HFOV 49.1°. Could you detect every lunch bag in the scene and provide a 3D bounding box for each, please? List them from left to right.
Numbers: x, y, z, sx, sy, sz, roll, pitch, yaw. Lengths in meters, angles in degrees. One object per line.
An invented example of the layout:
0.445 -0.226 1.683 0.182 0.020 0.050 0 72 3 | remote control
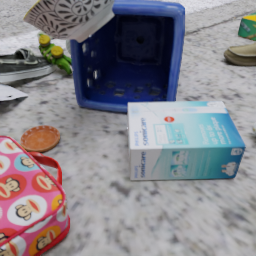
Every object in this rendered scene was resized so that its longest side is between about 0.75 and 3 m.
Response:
-2.320 1.208 5.045 2.328 1.083 2.643 -29 47 -32 | lunch bag

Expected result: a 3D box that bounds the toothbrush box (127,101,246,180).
1.148 0.239 6.360 2.311 0.986 1.692 -1 38 0 | toothbrush box

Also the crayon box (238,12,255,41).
6.505 -4.212 12.086 1.684 0.826 2.835 -29 47 -32 | crayon box

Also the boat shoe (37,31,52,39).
-3.400 -4.178 12.489 1.292 0.464 0.437 -20 4 -13 | boat shoe

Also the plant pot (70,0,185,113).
0.150 -2.256 8.124 2.876 2.876 2.586 8 33 11 | plant pot

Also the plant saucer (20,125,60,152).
-2.180 0.281 6.981 0.950 0.153 0.950 -1 38 1 | plant saucer

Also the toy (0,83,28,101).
-4.519 -1.165 8.252 2.585 0.610 1.489 26 19 8 | toy

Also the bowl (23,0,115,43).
-0.939 -2.396 5.622 2.106 0.988 2.106 -32 23 15 | bowl

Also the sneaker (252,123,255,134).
4.227 -0.003 6.788 2.280 0.840 1.317 -9 42 -10 | sneaker

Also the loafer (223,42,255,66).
4.901 -2.869 10.350 2.647 0.893 1.006 0 38 1 | loafer

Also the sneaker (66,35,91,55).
-0.736 -2.861 10.335 2.998 1.108 1.228 15 33 5 | sneaker

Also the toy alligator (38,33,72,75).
-2.378 -2.338 9.558 2.414 0.800 0.580 42 76 13 | toy alligator

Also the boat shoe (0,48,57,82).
-3.373 -2.181 9.298 0.914 0.823 2.585 23 31 24 | boat shoe
